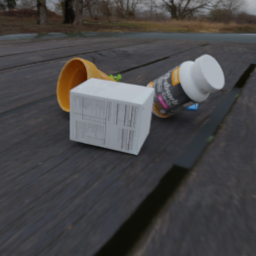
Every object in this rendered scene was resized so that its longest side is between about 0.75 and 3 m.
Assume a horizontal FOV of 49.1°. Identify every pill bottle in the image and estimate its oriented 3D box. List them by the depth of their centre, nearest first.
[{"bbox_3d":[1.886,-1.393,9.692,1.467,1.467,2.521,-24,-2,-43],"label":"pill bottle"}]

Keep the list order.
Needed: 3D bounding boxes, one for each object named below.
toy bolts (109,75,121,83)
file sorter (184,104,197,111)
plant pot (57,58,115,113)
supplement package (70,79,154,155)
[{"bbox_3d":[-0.848,-1.685,11.950,1.128,0.782,1.077,-2,44,-1],"label":"toy bolts"},{"bbox_3d":[2.192,-1.311,11.580,1.380,0.846,0.957,7,25,15],"label":"file sorter"},{"bbox_3d":[-1.412,-1.460,10.690,1.807,1.974,1.974,7,12,-45],"label":"plant pot"},{"bbox_3d":[-0.455,-0.410,8.322,2.065,1.556,1.567,12,26,13],"label":"supplement package"}]
